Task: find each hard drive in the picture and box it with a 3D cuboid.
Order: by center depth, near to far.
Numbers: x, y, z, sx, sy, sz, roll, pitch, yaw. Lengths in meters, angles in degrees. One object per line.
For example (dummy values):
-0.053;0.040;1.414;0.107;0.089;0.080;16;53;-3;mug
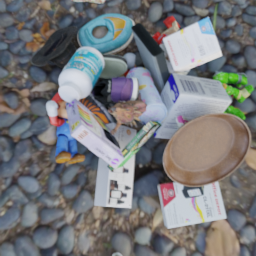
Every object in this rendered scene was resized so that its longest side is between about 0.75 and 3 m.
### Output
0.976;-2.279;10.256;0.438;2.661;1.857;-28;55;1;hard drive

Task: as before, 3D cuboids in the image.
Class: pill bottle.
-1.612;-1.764;9.474;1.129;1.129;2.038;16;50;4;pill bottle

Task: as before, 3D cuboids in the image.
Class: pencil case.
0.616;-1.130;9.831;0.978;1.067;2.352;-35;44;19;pencil case

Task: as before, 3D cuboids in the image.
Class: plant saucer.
2.493;0.683;9.162;2.942;2.942;0.538;-14;33;-3;plant saucer

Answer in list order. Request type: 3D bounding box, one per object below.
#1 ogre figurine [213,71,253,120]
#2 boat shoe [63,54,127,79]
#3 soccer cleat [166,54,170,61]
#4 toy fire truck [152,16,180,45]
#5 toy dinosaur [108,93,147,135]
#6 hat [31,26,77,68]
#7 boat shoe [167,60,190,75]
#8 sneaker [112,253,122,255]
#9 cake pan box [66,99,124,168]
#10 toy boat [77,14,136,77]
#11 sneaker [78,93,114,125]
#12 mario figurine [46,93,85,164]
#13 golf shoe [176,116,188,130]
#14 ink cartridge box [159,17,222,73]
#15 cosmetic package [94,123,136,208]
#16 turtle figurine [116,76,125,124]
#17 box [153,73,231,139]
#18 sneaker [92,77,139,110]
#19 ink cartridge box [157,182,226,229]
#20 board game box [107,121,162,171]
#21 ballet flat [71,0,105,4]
3.901;-1.159;11.091;1.547;1.266;2.580;21;92;-13;ogre figurine
-1.271;-2.526;11.019;2.883;1.028;0.868;0;53;28;boat shoe
1.725;-3.119;11.847;0.455;0.565;1.327;-32;79;-10;soccer cleat
1.484;-3.735;11.346;1.634;2.317;0.565;-38;113;10;toy fire truck
0.105;-0.510;8.335;1.939;1.314;0.832;-36;102;-39;toy dinosaur
-2.743;-3.102;11.441;2.423;0.977;2.423;-24;42;24;hat
1.776;-2.226;11.167;0.625;1.692;0.721;42;119;31;boat shoe
-0.280;5.157;9.744;0.547;0.664;1.444;-20;77;-4;sneaker
-1.003;0.161;8.425;0.494;1.738;1.887;-40;122;11;cake pan box
-0.551;-3.465;11.513;2.513;1.389;2.990;-31;78;-8;toy boat
-1.717;-0.639;11.149;1.371;0.949;2.447;-43;70;-6;sneaker
-2.021;-0.140;9.795;1.385;1.613;2.613;-8;75;-4;mario figurine
1.918;0.199;9.596;0.736;1.609;0.606;-25;44;21;golf shoe
2.121;-2.727;9.651;1.833;1.148;1.178;-19;89;22;ink cartridge box
-0.414;1.392;10.297;1.216;0.746;2.945;18;70;-42;cosmetic package
-0.198;-0.944;10.878;1.902;1.369;1.844;-31;75;-3;turtle figurine
2.108;-0.656;10.024;2.017;2.193;1.151;5;47;-20;box
-0.688;-1.283;9.991;1.292;2.950;1.117;4;83;-17;sneaker
2.280;2.670;10.244;2.131;0.882;1.553;-9;76;-2;ink cartridge box
0.217;0.563;8.942;0.234;1.044;1.993;46;103;12;board game box
-1.834;-5.984;12.584;1.677;0.536;0.634;3;77;1;ballet flat
